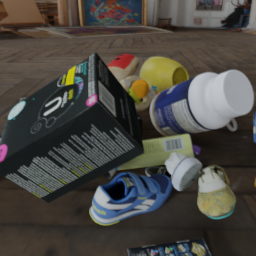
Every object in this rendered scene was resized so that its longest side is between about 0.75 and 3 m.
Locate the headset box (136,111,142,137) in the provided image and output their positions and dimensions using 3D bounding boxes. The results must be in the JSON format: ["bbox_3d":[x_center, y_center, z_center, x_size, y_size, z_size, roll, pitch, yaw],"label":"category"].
[{"bbox_3d":[-0.338,-0.314,9.977,1.374,0.713,1.847,-5,27,-7],"label":"headset box"}]

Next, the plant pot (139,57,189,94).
[{"bbox_3d":[1.684,-2.019,11.756,2.016,2.016,1.431,-19,17,-35],"label":"plant pot"}]

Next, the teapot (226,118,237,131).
[{"bbox_3d":[3.402,-0.776,9.983,1.023,1.400,1.382,1,23,-43],"label":"teapot"}]

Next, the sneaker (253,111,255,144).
[{"bbox_3d":[4.400,-0.070,8.935,0.809,0.900,2.189,-1,20,14],"label":"sneaker"}]

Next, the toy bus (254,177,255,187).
[{"bbox_3d":[4.023,1.286,5.998,2.290,0.745,0.897,16,-6,17],"label":"toy bus"}]

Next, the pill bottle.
[{"bbox_3d":[2.052,-0.670,8.201,1.592,1.592,2.867,-17,0,-32],"label":"pill bottle"}]

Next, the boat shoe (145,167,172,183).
[{"bbox_3d":[0.921,1.154,7.175,1.052,0.335,0.372,11,54,25],"label":"boat shoe"}]

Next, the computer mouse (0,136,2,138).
[{"bbox_3d":[-3.386,0.174,8.542,1.392,0.305,0.763,-14,6,-22],"label":"computer mouse"}]

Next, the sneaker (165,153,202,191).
[{"bbox_3d":[1.089,0.877,5.946,0.699,0.721,1.975,41,-3,20],"label":"sneaker"}]

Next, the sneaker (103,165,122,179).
[{"bbox_3d":[-0.675,0.226,7.713,1.257,1.088,2.901,-32,38,-14],"label":"sneaker"}]

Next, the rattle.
[{"bbox_3d":[0.799,-1.360,9.614,1.995,1.425,1.299,1,58,-36],"label":"rattle"}]

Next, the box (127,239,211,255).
[{"bbox_3d":[0.803,2.554,4.245,1.399,0.405,1.760,-4,26,-9],"label":"box"}]

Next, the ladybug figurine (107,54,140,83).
[{"bbox_3d":[-0.445,-2.475,12.368,1.896,1.005,2.793,-37,13,35],"label":"ladybug figurine"}]

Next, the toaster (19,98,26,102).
[{"bbox_3d":[-3.034,-0.452,9.915,1.571,1.031,1.737,-7,26,-12],"label":"toaster"}]

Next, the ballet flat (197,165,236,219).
[{"bbox_3d":[1.691,1.159,5.595,0.727,0.727,2.057,8,6,17],"label":"ballet flat"}]

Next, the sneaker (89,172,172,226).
[{"bbox_3d":[0.168,1.394,6.130,2.071,0.852,0.766,-15,37,-31],"label":"sneaker"}]

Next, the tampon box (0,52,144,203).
[{"bbox_3d":[-1.216,0.025,5.943,2.515,1.587,1.885,-29,38,16],"label":"tampon box"}]

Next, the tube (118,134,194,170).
[{"bbox_3d":[0.290,0.733,7.757,2.914,0.757,0.846,-8,-12,7],"label":"tube"}]

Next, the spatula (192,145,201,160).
[{"bbox_3d":[2.017,0.778,8.250,0.277,0.101,0.981,32,24,-1],"label":"spatula"}]
